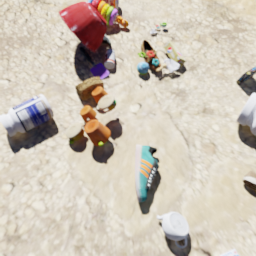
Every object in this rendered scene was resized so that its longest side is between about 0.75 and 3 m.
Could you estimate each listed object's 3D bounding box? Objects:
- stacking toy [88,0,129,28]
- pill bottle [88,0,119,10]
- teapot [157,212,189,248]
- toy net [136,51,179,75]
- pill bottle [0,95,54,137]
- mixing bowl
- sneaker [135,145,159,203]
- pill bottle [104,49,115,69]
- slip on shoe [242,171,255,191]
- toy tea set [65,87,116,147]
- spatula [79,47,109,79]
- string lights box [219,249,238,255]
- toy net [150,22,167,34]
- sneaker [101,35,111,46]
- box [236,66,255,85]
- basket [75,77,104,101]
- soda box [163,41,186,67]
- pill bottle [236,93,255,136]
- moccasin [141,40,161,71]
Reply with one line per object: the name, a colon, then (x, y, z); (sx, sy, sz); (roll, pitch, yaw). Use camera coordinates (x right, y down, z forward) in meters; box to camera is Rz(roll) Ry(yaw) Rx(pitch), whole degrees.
stacking toy: (-1.015, -5.768, 14.404); (2.316, 1.344, 1.271); (22, 73, -1)
pill bottle: (-1.335, -6.957, 15.314); (1.602, 0.878, 0.878); (4, 55, 2)
teapot: (1.373, 3.070, 8.510); (0.883, 0.654, 0.895); (25, 34, -16)
toy net: (1.335, -2.893, 12.585); (1.893, 0.366, 0.993); (2, 76, -7)
pill bottle: (-3.868, -0.451, 10.685); (1.810, 1.047, 1.047); (-30, 60, -19)
mixing bowl: (-1.831, -4.775, 12.692); (1.294, 2.388, 2.388); (-39, 57, 15)
sneaker: (0.651, 1.490, 9.517); (0.840, 0.750, 2.102); (1, 56, 2)
pill bottle: (-0.836, -3.185, 12.930); (0.479, 0.479, 0.875); (1, 55, 1)
slip on shoe: (4.651, 2.005, 9.277); (1.615, 0.614, 0.489); (30, 64, 28)
toy tea set: (-1.118, -0.378, 10.903); (1.669, 1.039, 2.807); (1, 53, 38)
spatula: (-1.712, -3.067, 12.986); (0.657, 0.239, 2.325); (-34, 59, -6)
string lights box: (3.062, 4.087, 7.972); (0.539, 0.309, 1.049); (-19, 57, -10)
toy net: (1.491, -5.166, 14.380); (1.075, 0.208, 0.564); (-33, 52, -21)
sneaker: (-1.188, -4.257, 13.809); (0.496, 0.349, 0.934); (-29, 55, -9)
box: (5.231, -2.308, 12.148); (0.939, 0.746, 0.216); (-30, 76, -19)
basket: (-1.657, -1.815, 11.795); (1.095, 0.781, 0.815); (-24, 60, -16)
soda box: (2.162, -3.450, 13.055); (0.448, 0.424, 1.324); (10, 46, -39)
pill bottle: (5.482, -0.132, 10.182); (2.635, 1.526, 1.526); (33, 61, 22)
moccasin: (1.065, -3.358, 12.888); (0.632, 0.667, 1.728); (-16, 63, -3)
